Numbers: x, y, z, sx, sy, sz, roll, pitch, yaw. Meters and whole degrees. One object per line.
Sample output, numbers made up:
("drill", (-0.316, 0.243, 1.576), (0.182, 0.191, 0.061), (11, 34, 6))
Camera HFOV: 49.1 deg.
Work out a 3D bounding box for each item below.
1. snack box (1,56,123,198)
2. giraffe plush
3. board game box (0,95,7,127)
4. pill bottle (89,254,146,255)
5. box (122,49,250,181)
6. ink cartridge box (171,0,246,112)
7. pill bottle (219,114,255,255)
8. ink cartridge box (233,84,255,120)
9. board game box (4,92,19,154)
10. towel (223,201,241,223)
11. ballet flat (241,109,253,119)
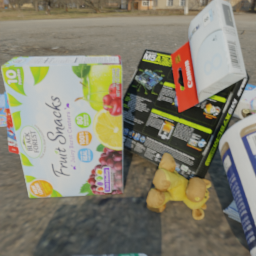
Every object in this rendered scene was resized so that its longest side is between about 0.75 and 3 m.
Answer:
("snack box", (-1.173, 0.066, 5.847), (2.128, 2.993, 0.793), (-1, 28, -2))
("giraffe plush", (1.119, 1.301, 5.816), (1.154, 1.228, 1.423), (19, -5, 14))
("board game box", (-4.303, -0.706, 10.199), (2.822, 0.516, 2.135), (-5, 27, -9))
("pill bottle", (-0.786, 2.046, 3.039), (2.117, 1.198, 1.198), (-1, 26, -3))
("box", (1.104, -0.454, 7.277), (2.968, 2.867, 0.705), (23, -4, 38))
("ink cartridge box", (1.349, -1.318, 5.581), (0.442, 1.497, 1.870), (4, -19, -28))
("pill bottle", (2.504, 1.253, 4.197), (1.588, 1.588, 2.861), (-2, 53, -4))
("ink cartridge box", (4.666, -0.773, 9.854), (1.330, 0.779, 1.841), (-31, 40, -29))
("board game box", (-2.039, -0.025, 6.756), (1.688, 1.653, 0.472), (12, 31, 4))
("towel", (2.877, 1.622, 5.904), (1.159, 0.188, 1.578), (22, 34, 36))
("ballet flat", (3.705, -0.224, 8.329), (0.313, 0.216, 0.930), (-24, 65, -6))
